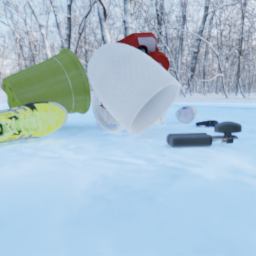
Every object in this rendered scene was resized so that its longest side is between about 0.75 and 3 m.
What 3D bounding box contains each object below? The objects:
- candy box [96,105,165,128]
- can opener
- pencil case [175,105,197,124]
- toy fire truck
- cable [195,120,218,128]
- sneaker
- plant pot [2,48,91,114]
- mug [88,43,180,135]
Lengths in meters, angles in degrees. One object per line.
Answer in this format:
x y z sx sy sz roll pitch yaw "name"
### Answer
0.177 -0.596 12.246 2.471 0.884 2.072 3 7 22 "candy box"
1.899 0.189 7.057 1.878 0.624 0.494 -6 8 -8 "can opener"
2.765 -0.642 13.157 0.864 0.792 1.904 -9 3 20 "pencil case"
0.086 -2.045 10.491 2.437 2.902 1.627 -8 40 -12 "toy fire truck"
3.264 -0.155 11.501 0.857 0.267 1.050 -1 7 36 "cable"
-3.013 -0.018 7.462 2.858 1.078 1.092 -13 17 -17 "sneaker"
-3.136 -1.356 10.425 2.510 2.644 2.644 -24 19 -30 "plant pot"
-0.194 -1.141 9.098 2.567 2.928 2.162 46 31 19 "mug"
